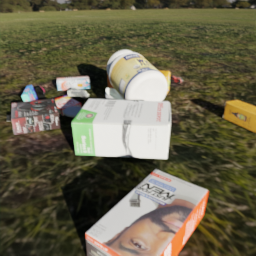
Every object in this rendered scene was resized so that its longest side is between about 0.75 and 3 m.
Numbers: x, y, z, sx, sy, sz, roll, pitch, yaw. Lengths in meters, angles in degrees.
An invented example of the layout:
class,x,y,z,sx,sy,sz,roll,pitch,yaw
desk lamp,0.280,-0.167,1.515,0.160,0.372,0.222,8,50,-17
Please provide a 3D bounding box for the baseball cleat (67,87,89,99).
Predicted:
class,x,y,z,sx,sy,sz,roll,pitch,yaw
baseball cleat,-2.348,-1.504,12.822,0.671,0.439,1.260,-35,37,-28

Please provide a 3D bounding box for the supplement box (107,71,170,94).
class,x,y,z,sx,sy,sz,roll,pitch,yaw
supplement box,0.507,-2.286,13.631,2.944,0.979,1.013,7,28,14

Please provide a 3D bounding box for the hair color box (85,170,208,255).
class,x,y,z,sx,sy,sz,roll,pitch,yaw
hair color box,0.473,1.887,5.582,1.344,0.775,2.423,18,33,31

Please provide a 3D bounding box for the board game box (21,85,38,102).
class,x,y,z,sx,sy,sz,roll,pitch,yaw
board game box,-3.949,-1.122,11.380,0.266,0.899,1.182,-14,28,-2

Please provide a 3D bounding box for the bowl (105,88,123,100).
class,x,y,z,sx,sy,sz,roll,pitch,yaw
bowl,-0.635,-1.299,12.127,0.927,0.417,0.927,22,30,-13

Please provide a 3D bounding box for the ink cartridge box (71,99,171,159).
class,x,y,z,sx,sy,sz,roll,pitch,yaw
ink cartridge box,-0.100,-0.029,8.854,2.809,1.181,2.050,3,25,8

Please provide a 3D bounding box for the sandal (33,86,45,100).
class,x,y,z,sx,sy,sz,roll,pitch,yaw
sandal,-4.182,-1.649,12.955,0.733,0.440,1.951,-11,29,-21

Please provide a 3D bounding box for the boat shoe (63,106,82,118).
class,x,y,z,sx,sy,sz,roll,pitch,yaw
boat shoe,-1.757,-0.520,10.760,1.436,0.406,0.493,2,51,5

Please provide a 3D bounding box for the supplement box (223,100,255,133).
class,x,y,z,sx,sy,sz,roll,pitch,yaw
supplement box,4.493,-0.333,10.037,0.748,0.724,2.176,-17,32,-30

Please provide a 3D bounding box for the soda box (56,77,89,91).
class,x,y,z,sx,sy,sz,roll,pitch,yaw
soda box,-2.753,-2.220,14.020,1.604,0.510,0.549,-6,27,-10

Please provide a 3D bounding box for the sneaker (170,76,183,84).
class,x,y,z,sx,sy,sz,roll,pitch,yaw
sneaker,2.615,-2.600,15.015,0.403,0.292,0.826,-20,35,-33

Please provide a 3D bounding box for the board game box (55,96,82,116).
class,x,y,z,sx,sy,sz,roll,pitch,yaw
board game box,-2.653,-0.949,11.707,0.918,0.281,1.211,-25,36,-35

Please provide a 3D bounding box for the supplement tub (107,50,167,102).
class,x,y,z,sx,sy,sz,roll,pitch,yaw
supplement tub,0.274,-2.031,11.698,1.822,1.822,2.524,-13,42,-23

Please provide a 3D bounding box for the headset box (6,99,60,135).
class,x,y,z,sx,sy,sz,roll,pitch,yaw
headset box,-3.459,-0.428,10.181,1.774,0.665,1.319,-9,32,-17
